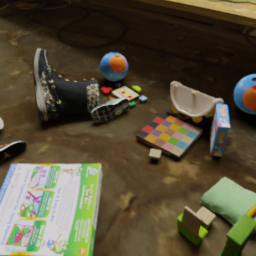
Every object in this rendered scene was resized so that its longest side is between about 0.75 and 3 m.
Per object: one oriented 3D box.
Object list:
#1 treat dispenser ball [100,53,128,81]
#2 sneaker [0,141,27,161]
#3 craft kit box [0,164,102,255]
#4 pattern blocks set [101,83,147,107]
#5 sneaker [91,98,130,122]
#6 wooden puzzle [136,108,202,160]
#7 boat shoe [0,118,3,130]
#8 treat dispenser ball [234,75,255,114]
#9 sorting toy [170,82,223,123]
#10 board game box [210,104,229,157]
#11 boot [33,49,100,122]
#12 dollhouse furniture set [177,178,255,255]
[{"bbox_3d":[-0.620,-2.648,12.204,1.214,1.214,1.214,0,39,0],"label":"treat dispenser ball"},{"bbox_3d":[-3.820,0.658,8.669,1.266,0.443,0.569,-28,40,-34],"label":"sneaker"},{"bbox_3d":[-1.912,1.904,6.583,2.389,0.587,2.419,-2,43,5],"label":"craft kit box"},{"bbox_3d":[-0.135,-1.357,11.411,1.517,0.140,1.726,-21,43,-24],"label":"pattern blocks set"},{"bbox_3d":[-0.687,-0.675,10.351,1.628,0.631,0.649,-24,25,-33],"label":"sneaker"},{"bbox_3d":[1.405,0.207,9.419,1.640,0.194,2.766,26,45,28],"label":"wooden puzzle"},{"bbox_3d":[-5.348,-0.390,9.946,2.566,0.932,0.805,35,93,29],"label":"boat shoe"},{"bbox_3d":[4.637,-1.225,10.266,1.436,1.436,1.436,0,39,0],"label":"treat dispenser ball"},{"bbox_3d":[2.638,-0.870,10.171,1.706,1.012,1.895,-4,27,-46],"label":"sorting toy"},{"bbox_3d":[2.854,0.069,8.806,0.336,1.177,1.202,8,40,9],"label":"board game box"},{"bbox_3d":[-2.354,-1.714,10.651,2.291,1.095,3.034,-6,65,-11],"label":"boot"},{"bbox_3d":[2.425,1.833,6.639,2.261,1.134,1.481,-31,48,-33],"label":"dollhouse furniture set"}]
